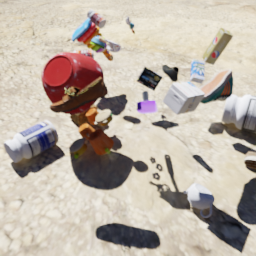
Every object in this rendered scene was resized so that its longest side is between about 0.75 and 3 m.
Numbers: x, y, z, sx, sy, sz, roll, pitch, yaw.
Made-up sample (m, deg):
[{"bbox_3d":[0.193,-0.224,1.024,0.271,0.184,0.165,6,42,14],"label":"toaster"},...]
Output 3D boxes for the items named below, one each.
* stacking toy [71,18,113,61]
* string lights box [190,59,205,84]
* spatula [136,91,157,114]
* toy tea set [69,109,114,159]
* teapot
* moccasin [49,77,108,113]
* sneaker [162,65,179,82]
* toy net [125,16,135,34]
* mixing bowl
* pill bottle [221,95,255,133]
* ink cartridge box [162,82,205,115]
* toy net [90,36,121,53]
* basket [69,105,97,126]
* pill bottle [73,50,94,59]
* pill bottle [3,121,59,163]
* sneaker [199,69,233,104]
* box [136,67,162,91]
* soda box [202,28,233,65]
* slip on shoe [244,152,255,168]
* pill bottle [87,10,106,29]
[{"bbox_3d":[-1.539,-4.211,14.025,1.271,2.316,1.344,-28,31,34],"label":"stacking toy"},{"bbox_3d":[3.019,-2.457,12.187,0.539,0.309,1.049,12,61,-6],"label":"string lights box"},{"bbox_3d":[0.610,-0.946,9.726,0.657,0.239,2.325,-5,20,3],"label":"spatula"},{"bbox_3d":[-1.221,0.227,11.411,1.669,1.039,2.807,-18,34,26],"label":"toy tea set"},{"bbox_3d":[2.202,2.229,8.722,0.883,0.654,0.895,33,17,3],"label":"teapot"},{"bbox_3d":[-1.443,-0.913,7.854,1.728,0.667,0.632,-20,19,14],"label":"moccasin"},{"bbox_3d":[1.594,-2.164,10.365,0.349,0.496,0.934,-19,55,-22],"label":"sneaker"},{"bbox_3d":[0.064,-4.558,12.459,0.208,0.564,1.075,-1,-3,19],"label":"toy net"},{"bbox_3d":[-2.212,-1.789,10.090,2.388,1.294,2.388,-5,75,19],"label":"mixing bowl"},{"bbox_3d":[5.418,-0.534,11.731,2.635,1.526,1.526,16,39,22],"label":"pill bottle"},{"bbox_3d":[1.602,-0.864,8.097,0.911,0.659,0.671,-13,50,-44],"label":"ink cartridge box"},{"bbox_3d":[-0.625,-2.809,9.706,0.993,0.366,1.893,17,15,-29],"label":"toy net"},{"bbox_3d":[-2.036,-0.740,12.626,1.095,0.781,0.815,-26,45,-32],"label":"basket"},{"bbox_3d":[-2.951,-4.406,17.559,1.602,0.878,0.878,-4,36,-5],"label":"pill bottle"},{"bbox_3d":[-3.669,0.525,10.666,1.047,1.047,1.810,30,45,34],"label":"pill bottle"},{"bbox_3d":[2.921,-1.151,9.007,0.750,0.840,2.102,-4,26,46],"label":"sneaker"},{"bbox_3d":[0.942,-2.170,12.431,0.939,0.746,0.216,28,22,-13],"label":"box"},{"bbox_3d":[3.419,-3.111,10.766,0.448,1.324,0.424,14,41,-18],"label":"soda box"},{"bbox_3d":[5.041,1.269,10.060,1.615,0.614,0.489,11,46,27],"label":"slip on shoe"},{"bbox_3d":[-1.436,-4.922,12.651,0.875,0.479,0.479,44,50,12],"label":"pill bottle"}]
